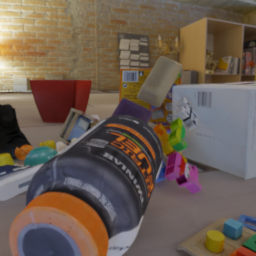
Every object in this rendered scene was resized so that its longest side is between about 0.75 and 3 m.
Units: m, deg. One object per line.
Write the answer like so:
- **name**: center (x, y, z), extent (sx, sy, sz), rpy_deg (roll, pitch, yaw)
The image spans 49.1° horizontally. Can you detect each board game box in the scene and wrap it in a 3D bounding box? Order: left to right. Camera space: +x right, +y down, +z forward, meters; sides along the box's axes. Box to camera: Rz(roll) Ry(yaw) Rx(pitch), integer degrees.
- **board game box**: center (0.835, -0.831, 10.144), extent (2.068, 2.066, 2.067), rpy_deg (1, -8, 8)

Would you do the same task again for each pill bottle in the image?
- **pill bottle**: center (-0.397, 0.818, 3.901), extent (1.447, 1.447, 2.725), rpy_deg (3, 18, 14)

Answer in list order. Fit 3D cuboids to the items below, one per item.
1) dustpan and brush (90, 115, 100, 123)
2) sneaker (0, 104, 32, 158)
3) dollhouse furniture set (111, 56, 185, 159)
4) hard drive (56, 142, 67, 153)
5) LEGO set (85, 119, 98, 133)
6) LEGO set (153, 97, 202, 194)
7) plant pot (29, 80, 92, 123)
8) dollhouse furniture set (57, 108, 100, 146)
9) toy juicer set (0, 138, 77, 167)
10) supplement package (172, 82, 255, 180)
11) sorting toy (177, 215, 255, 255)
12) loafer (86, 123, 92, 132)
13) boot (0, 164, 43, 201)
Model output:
- **dustpan and brush**: center (-1.655, -0.297, 13.477), extent (1.165, 0.478, 1.669), rpy_deg (-18, 13, -42)
- **sneaker**: center (-3.828, -0.038, 8.738), extent (0.856, 1.487, 2.850), rpy_deg (-11, 14, -37)
- **dollhouse furniture set**: center (1.159, -0.508, 8.585), extent (2.180, 2.752, 1.953), rpy_deg (27, -13, 16)
- **hard drive**: center (-1.070, 0.742, 7.789), extent (1.616, 0.327, 2.450), rpy_deg (-3, 10, -18)
- **LEGO set**: center (-1.086, 0.106, 9.956), extent (1.378, 0.798, 1.060), rpy_deg (-6, 12, -30)
- **LEGO set**: center (1.156, 0.602, 6.536), extent (1.054, 1.134, 2.763), rpy_deg (-33, 21, 33)
- **plant pot**: center (-3.371, -1.410, 14.527), extent (2.439, 2.151, 2.441), rpy_deg (2, 10, 10)
- **dollhouse furniture set**: center (-1.072, 0.216, 7.943), extent (1.398, 0.985, 0.980), rpy_deg (28, -4, -29)
- **toy juicer set**: center (-2.004, 0.729, 6.966), extent (2.246, 0.611, 1.429), rpy_deg (-8, 11, 13)
- **supplement package**: center (3.189, -0.185, 7.837), extent (2.864, 2.106, 2.739), rpy_deg (-7, 12, -28)
- **sorting toy**: center (1.423, 1.515, 3.619), extent (2.144, 0.292, 1.207), rpy_deg (-10, 14, -42)
- **loafer**: center (-1.011, 0.026, 11.054), extent (1.537, 0.559, 0.556), rpy_deg (5, 13, -9)
- **boot**: center (-2.106, 0.922, 5.752), extent (1.522, 0.554, 0.687), rpy_deg (-12, 33, -43)
